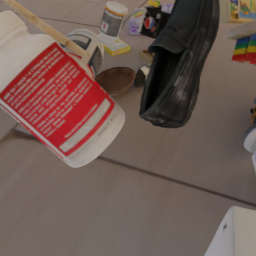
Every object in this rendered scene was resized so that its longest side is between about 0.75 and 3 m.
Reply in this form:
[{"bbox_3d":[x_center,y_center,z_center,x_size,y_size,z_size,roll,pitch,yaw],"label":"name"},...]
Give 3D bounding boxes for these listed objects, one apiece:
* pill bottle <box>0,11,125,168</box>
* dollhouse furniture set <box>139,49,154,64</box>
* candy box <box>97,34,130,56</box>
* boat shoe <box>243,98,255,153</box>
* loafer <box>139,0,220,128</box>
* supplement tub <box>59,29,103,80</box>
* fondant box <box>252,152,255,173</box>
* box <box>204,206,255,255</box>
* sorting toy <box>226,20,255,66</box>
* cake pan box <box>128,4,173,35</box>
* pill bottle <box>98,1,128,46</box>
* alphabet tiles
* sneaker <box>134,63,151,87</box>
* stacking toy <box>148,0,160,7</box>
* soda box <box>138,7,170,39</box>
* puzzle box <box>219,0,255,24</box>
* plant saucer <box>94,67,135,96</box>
[{"bbox_3d":[-1.474,-0.664,5.160,1.532,2.730,1.532,-40,18,16],"label":"pill bottle"},{"bbox_3d":[1.123,-3.326,11.138,1.209,0.985,1.150,-21,47,-21],"label":"dollhouse furniture set"},{"bbox_3d":[-0.754,-3.645,12.034,0.894,0.231,1.749,-25,48,-21],"label":"candy box"},{"bbox_3d":[3.851,-0.258,7.931,2.826,1.000,1.283,-21,46,-31],"label":"boat shoe"},{"bbox_3d":[0.880,-1.405,5.000,0.998,2.844,0.966,12,2,-36],"label":"loafer"},{"bbox_3d":[-1.760,-2.227,9.513,1.589,1.589,2.265,7,44,7],"label":"supplement tub"},{"bbox_3d":[3.839,1.538,5.650,1.892,0.764,2.623,0,55,4],"label":"fondant box"},{"bbox_3d":[1.855,2.639,3.932,1.371,2.097,2.086,11,44,8],"label":"box"},{"bbox_3d":[3.419,-1.647,5.947,2.145,0.746,2.132,10,12,-1],"label":"sorting toy"},{"bbox_3d":[1.141,-5.128,13.170,1.986,0.564,2.156,1,43,14],"label":"cake pan box"},{"bbox_3d":[-0.465,-2.976,8.056,0.647,1.112,0.647,15,40,-13],"label":"pill bottle"},{"bbox_3d":[-2.207,-2.627,7.055,2.707,2.648,0.198,41,100,32],"label":"alphabet tiles"},{"bbox_3d":[0.910,-1.892,9.858,0.762,0.638,1.721,28,50,30],"label":"sneaker"},{"bbox_3d":[0.833,-3.688,7.346,0.279,0.894,1.186,22,28,-1],"label":"stacking toy"},{"bbox_3d":[1.262,-2.945,8.191,0.659,0.736,2.080,34,29,34],"label":"soda box"},{"bbox_3d":[2.836,-3.253,6.883,1.974,1.313,0.251,-17,14,-41],"label":"puzzle box"},{"bbox_3d":[-0.488,-1.551,9.573,1.571,0.287,1.571,-10,43,9],"label":"plant saucer"}]
